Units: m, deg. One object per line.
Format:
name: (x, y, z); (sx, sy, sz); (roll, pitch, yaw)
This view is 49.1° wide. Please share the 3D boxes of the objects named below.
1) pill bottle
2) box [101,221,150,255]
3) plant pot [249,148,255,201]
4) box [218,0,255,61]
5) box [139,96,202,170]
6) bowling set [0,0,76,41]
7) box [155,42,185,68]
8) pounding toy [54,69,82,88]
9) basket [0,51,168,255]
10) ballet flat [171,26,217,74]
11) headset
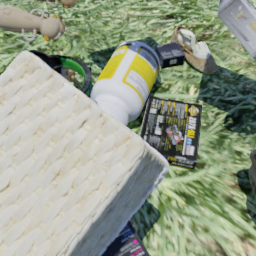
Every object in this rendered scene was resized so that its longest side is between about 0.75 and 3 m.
pill bottle: (-0.157, -1.079, 7.773); (1.461, 1.461, 2.625); (17, 55, 12)
box: (-0.394, 2.426, 5.220); (1.262, 1.455, 2.380); (-26, 58, -18)
plant pot: (4.136, 1.071, 5.644); (2.696, 2.945, 2.945); (-14, 54, 4)
box: (3.143, -2.319, 6.873); (2.277, 0.550, 1.803); (44, 36, -12)
box: (1.133, 0.068, 7.565); (1.535, 0.474, 1.923); (11, 55, 6)
bowling set: (-1.554, -2.525, 5.731); (1.234, 1.600, 2.299); (15, 78, 5)
box: (1.399, -2.449, 9.420); (0.798, 0.415, 0.727); (-12, 55, -9)
pounding toy: (-1.779, -1.211, 8.078); (1.138, 1.134, 1.984); (-1, 54, 0)
basket: (-0.943, 0.568, 3.792); (2.187, 1.775, 2.207); (38, 85, 18)
ballet flat: (2.187, -2.690, 9.407); (0.783, 0.725, 2.222); (-28, 59, -19)
headset: (-2.033, -0.797, 5.930); (2.546, 1.196, 1.572); (0, 51, -2)
